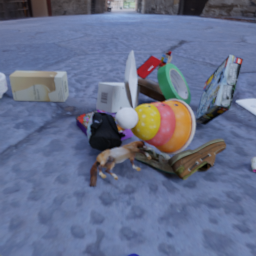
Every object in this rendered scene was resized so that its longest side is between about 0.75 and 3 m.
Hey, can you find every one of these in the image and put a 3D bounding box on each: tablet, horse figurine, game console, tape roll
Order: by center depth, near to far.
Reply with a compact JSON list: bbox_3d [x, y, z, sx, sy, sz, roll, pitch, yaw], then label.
[{"bbox_3d":[-0.296,0.990,8.632,2.214,0.553,1.467,-23,29,-9],"label":"horse figurine"},{"bbox_3d":[0.749,-2.271,10.987,1.018,0.604,0.877,-45,55,-7],"label":"game console"},{"bbox_3d":[1.903,-1.706,11.476,0.452,1.880,1.880,-25,13,34],"label":"tape roll"},{"bbox_3d":[6.088,-0.987,13.283,1.151,0.121,1.768,-7,29,-13],"label":"tablet"}]

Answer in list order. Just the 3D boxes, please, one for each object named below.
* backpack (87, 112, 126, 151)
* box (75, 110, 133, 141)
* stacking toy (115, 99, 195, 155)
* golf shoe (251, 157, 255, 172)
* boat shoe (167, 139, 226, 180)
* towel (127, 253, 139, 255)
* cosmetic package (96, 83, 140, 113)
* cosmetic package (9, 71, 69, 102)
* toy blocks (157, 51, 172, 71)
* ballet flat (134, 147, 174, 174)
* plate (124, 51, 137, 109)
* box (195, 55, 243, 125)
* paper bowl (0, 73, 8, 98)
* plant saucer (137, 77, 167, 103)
[{"bbox_3d":[-0.897,0.109,9.535,1.241,0.941,1.487,15,31,-25],"label":"backpack"},{"bbox_3d":[-0.997,-0.065,11.148,1.496,0.428,2.187,-20,34,-25],"label":"box"},{"bbox_3d":[0.617,-0.141,7.830,2.309,1.687,1.687,9,16,-43],"label":"stacking toy"},{"bbox_3d":[4.476,1.297,8.846,1.154,0.435,0.528,11,50,18],"label":"golf shoe"},{"bbox_3d":[2.339,1.033,8.916,2.326,0.837,0.791,-18,61,-27],"label":"boat shoe"},{"bbox_3d":[0.372,3.269,5.119,1.899,0.470,1.402,23,29,36],"label":"towel"},{"bbox_3d":[-0.379,-1.296,11.733,0.818,1.138,2.017,16,17,31],"label":"cosmetic package"},{"bbox_3d":[-4.407,-2.084,14.025,2.611,1.373,0.928,0,28,4],"label":"cosmetic package"},{"bbox_3d":[1.713,-3.092,13.086,0.637,0.871,1.274,24,79,13],"label":"toy blocks"},{"bbox_3d":[0.922,0.989,9.167,1.747,0.545,0.589,16,31,27],"label":"ballet flat"},{"bbox_3d":[0.082,-1.575,9.266,0.228,1.407,1.410,1,58,10],"label":"plate"},{"bbox_3d":[3.297,-1.283,10.498,0.543,1.864,2.723,18,-10,1],"label":"box"},{"bbox_3d":[-7.185,-1.941,13.952,2.198,1.143,2.198,0,28,0],"label":"paper bowl"},{"bbox_3d":[1.144,-1.726,12.812,2.453,0.449,2.453,26,-2,1],"label":"plant saucer"}]
